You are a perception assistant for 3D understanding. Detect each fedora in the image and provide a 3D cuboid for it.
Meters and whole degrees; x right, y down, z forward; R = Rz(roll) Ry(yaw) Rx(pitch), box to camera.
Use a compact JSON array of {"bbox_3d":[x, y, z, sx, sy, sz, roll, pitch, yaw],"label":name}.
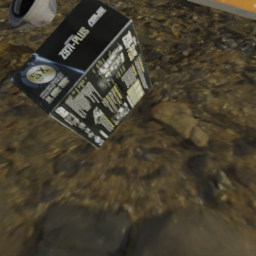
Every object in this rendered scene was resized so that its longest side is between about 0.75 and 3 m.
[{"bbox_3d":[-2.809,-3.731,8.575,1.982,0.895,1.753,34,96,44],"label":"fedora"}]

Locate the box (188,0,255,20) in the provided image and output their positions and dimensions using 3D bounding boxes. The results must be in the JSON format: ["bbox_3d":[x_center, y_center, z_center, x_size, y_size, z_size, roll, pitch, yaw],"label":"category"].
[{"bbox_3d":[2.367,-3.095,5.830,1.984,1.234,0.967,19,19,7],"label":"box"}]

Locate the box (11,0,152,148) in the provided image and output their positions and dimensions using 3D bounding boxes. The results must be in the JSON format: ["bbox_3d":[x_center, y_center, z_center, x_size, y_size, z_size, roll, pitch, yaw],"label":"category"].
[{"bbox_3d":[-0.586,-0.772,4.793,0.907,2.106,1.725,38,85,20],"label":"box"}]
